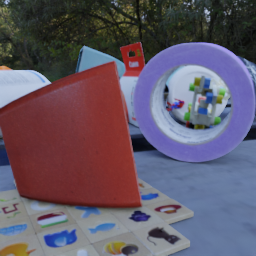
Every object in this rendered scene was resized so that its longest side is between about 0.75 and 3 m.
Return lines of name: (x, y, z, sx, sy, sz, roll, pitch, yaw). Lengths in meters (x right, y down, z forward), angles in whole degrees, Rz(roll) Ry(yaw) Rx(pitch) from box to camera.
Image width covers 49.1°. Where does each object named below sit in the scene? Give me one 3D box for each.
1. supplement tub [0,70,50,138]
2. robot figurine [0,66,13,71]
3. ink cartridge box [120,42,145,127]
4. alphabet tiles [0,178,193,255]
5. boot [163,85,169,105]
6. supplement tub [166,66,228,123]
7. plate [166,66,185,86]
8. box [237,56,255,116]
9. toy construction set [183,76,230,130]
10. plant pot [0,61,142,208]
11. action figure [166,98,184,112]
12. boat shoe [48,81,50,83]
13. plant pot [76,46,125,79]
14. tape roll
supplement tub: (-3.112, -0.607, 6.933, 1.624, 1.624, 2.462, 4, 12, 20)
robot figurine: (-4.158, -0.971, 8.537, 1.405, 1.733, 2.409, 4, -15, 19)
ink cartridge box: (0.041, -1.324, 8.703, 0.593, 2.364, 1.917, -17, 16, -15)
alphabet tiles: (-0.537, 0.909, 3.270, 1.997, 0.076, 2.400, -6, 12, -29)
boot: (0.757, -1.482, 8.855, 0.794, 2.125, 1.030, -7, -29, -23)
supplement tub: (2.262, -1.176, 9.397, 1.815, 1.815, 2.587, 2, 11, 12)
plate: (2.128, -1.739, 11.467, 1.843, 1.843, 0.236, 0, -24, 1)
box: (4.208, -1.429, 9.875, 1.618, 1.777, 0.925, 0, -28, -46)
toy construction set: (1.770, -0.596, 6.392, 0.945, 1.346, 2.052, 14, 20, 24)
plant pot: (-0.680, 0.099, 3.608, 1.399, 1.586, 1.588, -11, 11, 0)
action figure: (1.344, -0.654, 7.898, 0.245, 0.310, 0.949, 38, 30, 29)
boat shoe: (-2.605, -1.068, 10.244, 2.361, 0.824, 0.841, 32, 5, 14)
plant pot: (-1.287, -2.359, 14.072, 2.675, 2.626, 2.619, 11, 8, -15)
tape roll: (1.177, -0.478, 5.055, 2.038, 2.038, 0.866, 5, 17, 22)
